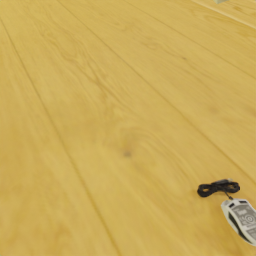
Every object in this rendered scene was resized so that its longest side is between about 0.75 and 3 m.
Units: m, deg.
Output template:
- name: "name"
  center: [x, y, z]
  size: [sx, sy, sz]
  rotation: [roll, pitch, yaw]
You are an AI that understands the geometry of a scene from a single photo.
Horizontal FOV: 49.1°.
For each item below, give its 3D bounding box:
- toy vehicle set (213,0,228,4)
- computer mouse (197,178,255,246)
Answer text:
- name: "toy vehicle set"
  center: [2.091, -3.193, 5.593]
  size: [1.358, 0.290, 2.185]
  rotation: [-17, 40, 9]
- name: "computer mouse"
  center: [2.263, 1.778, 5.813]
  size: [0.960, 0.384, 1.751]
  rotation: [-8, 36, -16]
